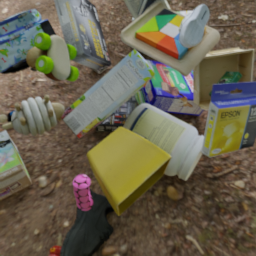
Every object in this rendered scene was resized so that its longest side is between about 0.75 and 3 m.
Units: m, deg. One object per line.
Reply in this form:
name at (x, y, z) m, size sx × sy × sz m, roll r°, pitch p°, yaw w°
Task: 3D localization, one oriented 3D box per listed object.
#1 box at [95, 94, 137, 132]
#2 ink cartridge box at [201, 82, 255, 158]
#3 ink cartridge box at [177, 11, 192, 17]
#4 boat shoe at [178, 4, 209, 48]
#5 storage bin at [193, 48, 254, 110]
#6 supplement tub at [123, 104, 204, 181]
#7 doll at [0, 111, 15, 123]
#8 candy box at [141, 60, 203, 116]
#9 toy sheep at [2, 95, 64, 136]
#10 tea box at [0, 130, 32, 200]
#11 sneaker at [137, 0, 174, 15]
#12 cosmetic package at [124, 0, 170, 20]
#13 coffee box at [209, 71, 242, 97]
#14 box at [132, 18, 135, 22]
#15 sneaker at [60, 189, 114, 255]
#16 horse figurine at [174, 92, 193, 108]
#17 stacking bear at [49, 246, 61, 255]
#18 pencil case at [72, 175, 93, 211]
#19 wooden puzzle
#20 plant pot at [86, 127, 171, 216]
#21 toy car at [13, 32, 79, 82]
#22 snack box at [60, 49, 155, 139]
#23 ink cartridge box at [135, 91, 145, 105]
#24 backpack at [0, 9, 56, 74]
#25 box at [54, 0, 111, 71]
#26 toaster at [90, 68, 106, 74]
box at (-0.438, -0.797, 11.819) m, size 1.655 × 0.522 × 2.098 m, roll 2°, pitch 54°, yaw 2°
ink cartridge box at (3.402, -0.295, 8.874) m, size 2.186 × 2.212 × 0.520 m, roll -8°, pitch 27°, yaw -28°
ink cartridge box at (3.365, -6.140, 15.731) m, size 1.421 × 0.478 × 0.832 m, roll -5°, pitch 54°, yaw -3°
boat shoe at (1.873, -2.951, 8.399) m, size 0.650 × 0.716 × 1.948 m, roll -12°, pitch 34°, yaw 47°
storage bin at (3.443, -1.821, 10.308) m, size 1.934 × 1.948 × 0.913 m, roll -10°, pitch 24°, yaw -8°
supplement tub at (1.260, 0.498, 10.008) m, size 2.672 × 1.937 × 1.937 m, roll 29°, pitch 59°, yaw 19°
doll at (-3.736, -0.398, 9.624) m, size 1.434 × 0.978 × 0.347 m, roll -19°, pitch 72°, yaw -46°
candy box at (1.864, -1.678, 11.749) m, size 2.526 × 0.973 × 2.136 m, roll 4°, pitch 50°, yaw -23°
toy sheep at (-2.421, -0.286, 7.209) m, size 1.597 × 1.101 × 1.101 m, roll -15°, pitch 55°, yaw -19°
tea box at (-4.689, 1.442, 9.723) m, size 1.907 × 1.274 × 1.877 m, roll -27°, pitch 59°, yaw -19°
sneaker at (1.074, -4.622, 10.089) m, size 1.120 × 1.551 × 0.590 m, roll 18°, pitch 34°, yaw -20°
cosmetic package at (0.901, -4.782, 11.341) m, size 1.420 × 2.744 × 1.003 m, roll -24°, pitch 22°, yaw 21°
coffee box at (3.489, -1.532, 10.062) m, size 1.121 × 0.246 × 0.689 m, roll -52°, pitch 24°, yaw -4°
box at (1.101, -5.001, 14.169) m, size 1.648 × 1.656 × 1.419 m, roll 10°, pitch 52°, yaw 8°
sneaker at (-1.189, 3.323, 8.534) m, size 1.335 × 1.117 × 2.942 m, roll 16°, pitch 57°, yaw 4°
horse figurine at (2.006, -0.987, 10.209) m, size 0.517 × 0.781 × 0.195 m, roll 8°, pitch 55°, yaw 37°
stacking bear at (-2.256, 4.011, 8.328) m, size 0.608 × 0.569 × 1.001 m, roll -14°, pitch 38°, yaw 24°
pencil case at (-1.029, 1.480, 6.460) m, size 0.443 × 0.977 × 0.457 m, roll 23°, pitch 48°, yaw 18°
wooden puzzle at (1.442, -3.092, 9.266) m, size 2.612 × 0.486 × 2.417 m, roll 35°, pitch 62°, yaw 15°
plant pot at (-0.114, 1.060, 7.573) m, size 1.786 × 1.786 × 1.575 m, roll -39°, pitch 71°, yaw -16°
toy car at (-2.711, -2.027, 8.817) m, size 1.756 × 1.443 × 1.386 m, roll -9°, pitch 83°, yaw 27°
snack box at (-0.505, -1.088, 8.889) m, size 2.884 × 2.432 × 0.976 m, roll -41°, pitch 94°, yaw 11°
ink cartridge box at (0.576, -1.162, 11.504) m, size 0.346 × 1.443 × 1.050 m, roll -17°, pitch 52°, yaw 8°
backpack at (-3.746, -3.030, 9.998) m, size 2.366 × 1.739 × 2.165 m, roll -28°, pitch 16°, yaw -3°
box at (-1.632, -3.567, 10.218) m, size 0.629 × 2.063 × 2.604 m, roll -18°, pitch 83°, yaw 22°
toaster at (-1.403, -2.961, 13.431) m, size 0.797 × 0.453 × 0.515 m, roll -42°, pitch 66°, yaw -16°
